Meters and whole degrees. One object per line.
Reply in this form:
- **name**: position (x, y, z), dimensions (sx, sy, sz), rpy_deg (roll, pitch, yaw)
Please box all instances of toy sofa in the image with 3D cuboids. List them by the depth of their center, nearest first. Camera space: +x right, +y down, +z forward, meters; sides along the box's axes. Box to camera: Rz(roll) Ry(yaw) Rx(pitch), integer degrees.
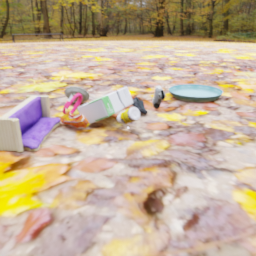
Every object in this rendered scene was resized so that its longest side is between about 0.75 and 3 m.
- **toy sofa**: position (-3.202, -0.234, 9.225), dimensions (1.250, 1.061, 2.562), rpy_deg (2, 23, 6)

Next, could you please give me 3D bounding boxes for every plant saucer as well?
- **plant saucer**: position (-2.330, -1.416, 12.645), dimensions (1.155, 1.155, 0.290), rpy_deg (3, 61, 7)
- **plant saucer**: position (3.355, -1.735, 14.052), dimensions (2.650, 0.363, 2.650), rpy_deg (0, 21, 0)

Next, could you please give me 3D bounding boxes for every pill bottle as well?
- **pill bottle**: position (-0.012, -0.386, 9.536), dimensions (0.463, 0.463, 0.831), rpy_deg (-18, -1, -38)

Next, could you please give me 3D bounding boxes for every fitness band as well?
- **fitness band**: position (-2.202, -0.920, 11.148), dimensions (0.196, 1.047, 0.752), rpy_deg (35, -2, 17)

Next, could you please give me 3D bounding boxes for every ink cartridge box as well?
- **ink cartridge box**: position (-0.799, -0.838, 10.439), dimensions (1.266, 0.729, 1.735), rpy_deg (-17, 10, 38)

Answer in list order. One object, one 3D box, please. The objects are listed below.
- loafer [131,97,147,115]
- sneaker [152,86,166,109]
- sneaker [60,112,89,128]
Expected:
- **loafer**: position (0.483, -0.944, 11.636), dimensions (0.399, 0.412, 1.175), rpy_deg (32, 11, -40)
- **sneaker**: position (1.304, -1.176, 11.678), dimensions (0.388, 1.034, 0.597), rpy_deg (-10, 30, -20)
- **sneaker**: position (-1.944, -0.214, 9.949), dimensions (1.429, 0.551, 0.521), rpy_deg (15, 59, 46)
